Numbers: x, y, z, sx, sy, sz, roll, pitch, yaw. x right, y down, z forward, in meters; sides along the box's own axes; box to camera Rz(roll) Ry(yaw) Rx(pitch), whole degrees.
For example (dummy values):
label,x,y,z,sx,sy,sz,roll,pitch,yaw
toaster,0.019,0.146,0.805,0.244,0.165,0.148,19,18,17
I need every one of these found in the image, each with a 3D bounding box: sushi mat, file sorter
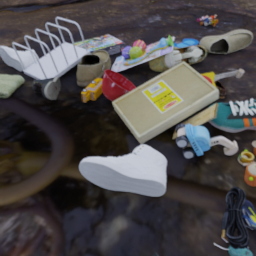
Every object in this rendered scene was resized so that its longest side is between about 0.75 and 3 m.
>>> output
label,x,y,z,sx,sy,sz,roll,pitch,yaw
sushi mat,1.875,-0.163,7.906,0.090,1.494,0.715,44,43,-13
file sorter,-2.999,-3.116,11.024,1.621,1.455,2.336,27,58,31

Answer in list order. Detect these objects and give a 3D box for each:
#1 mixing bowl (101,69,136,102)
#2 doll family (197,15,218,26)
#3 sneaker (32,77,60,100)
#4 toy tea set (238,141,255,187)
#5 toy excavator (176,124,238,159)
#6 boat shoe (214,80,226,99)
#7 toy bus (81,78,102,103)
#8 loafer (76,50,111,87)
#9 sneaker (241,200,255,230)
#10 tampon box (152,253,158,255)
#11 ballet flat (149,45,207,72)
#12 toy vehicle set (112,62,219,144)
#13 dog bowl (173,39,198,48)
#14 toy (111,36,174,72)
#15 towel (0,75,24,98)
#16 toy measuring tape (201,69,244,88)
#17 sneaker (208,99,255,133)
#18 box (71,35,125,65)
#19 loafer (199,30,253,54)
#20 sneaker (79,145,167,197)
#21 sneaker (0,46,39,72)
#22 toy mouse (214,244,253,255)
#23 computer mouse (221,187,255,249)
label,x,y,z,sx,sy,sz,roll,pitch,yaw
mixing bowl,-0.418,-1.330,9.538,1.301,0.705,1.301,31,23,-15
doll family,4.631,-6.094,16.062,0.838,0.609,1.351,-20,24,-13
sneaker,-2.951,-1.322,9.746,0.907,0.638,1.707,-6,20,0
toy tea set,3.314,0.837,7.047,0.934,0.581,1.570,2,38,3
toy excavator,2.084,0.365,7.461,1.333,1.297,0.666,-21,31,24
boat shoe,3.256,-1.531,10.239,0.405,0.404,1.150,-10,38,-10
toy bus,-1.215,-1.330,9.988,0.469,0.390,1.197,16,40,15
loafer,-1.314,-2.557,11.138,1.005,0.892,2.645,6,38,7
sneaker,2.561,1.837,5.999,0.278,0.309,0.751,4,30,-6
tampon box,0.300,2.752,4.544,1.016,0.641,0.761,-24,44,-28
ballet flat,2.127,-2.913,11.502,2.677,0.946,0.946,-17,41,-25
toy vehicle set,1.084,-0.841,8.520,2.745,0.364,1.706,-30,52,-7
dog bowl,2.709,-3.821,13.211,1.401,0.347,0.781,-29,47,-33
toy,0.485,-3.139,11.313,2.697,0.637,1.553,-12,34,21
towel,-4.965,-1.594,10.363,1.851,0.338,1.374,8,40,10
toy measuring tape,2.897,-1.353,9.507,2.823,1.039,1.039,-13,40,-17
sneaker,3.584,-0.478,7.956,2.668,1.066,0.952,4,55,-9
box,-1.550,-3.625,12.877,2.528,0.439,1.391,-26,45,-29
loafer,4.562,-3.820,12.818,2.478,0.937,0.846,-12,40,0
sneaker,-0.064,0.909,6.901,2.075,0.765,1.199,14,38,3
sneaker,-4.627,-3.064,12.045,1.880,0.692,1.086,35,46,25
toy mouse,2.007,2.491,5.223,1.144,0.221,1.017,-21,43,-25
computer mouse,3.124,2.061,5.389,2.539,0.557,1.392,17,36,17
